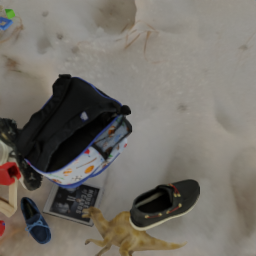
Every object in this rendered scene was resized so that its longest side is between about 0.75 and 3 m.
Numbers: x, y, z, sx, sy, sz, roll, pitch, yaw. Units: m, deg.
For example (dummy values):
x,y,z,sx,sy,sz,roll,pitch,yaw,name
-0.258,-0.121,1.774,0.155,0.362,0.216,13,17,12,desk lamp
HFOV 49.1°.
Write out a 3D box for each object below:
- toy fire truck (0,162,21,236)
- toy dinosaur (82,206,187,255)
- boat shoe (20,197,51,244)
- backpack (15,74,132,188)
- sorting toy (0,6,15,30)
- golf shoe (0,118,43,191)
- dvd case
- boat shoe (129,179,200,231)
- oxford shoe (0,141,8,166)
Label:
x,y,z,sx,sy,sz,roll,pitch,yaw,name
-3.173,1.819,6.749,1.342,0.464,1.904,-5,102,10,toy fire truck
0.031,2.758,6.689,2.787,0.811,1.409,19,66,6,toy dinosaur
-2.455,2.371,7.143,0.555,0.453,1.318,-36,68,-18,boat shoe
-1.441,0.202,7.324,2.543,2.056,2.669,-43,49,-17,backpack
-5.726,-4.165,10.704,2.916,0.397,1.642,8,58,4,sorting toy
-3.252,0.864,7.846,1.104,0.908,2.336,-37,71,10,golf shoe
-1.454,1.947,7.534,1.386,0.171,1.041,13,63,8,dvd case
0.958,1.689,6.594,2.042,0.640,0.747,-18,44,-28,boat shoe
-4.479,0.488,7.507,2.934,0.847,1.103,9,84,29,oxford shoe
